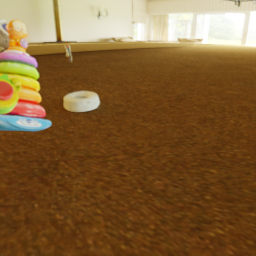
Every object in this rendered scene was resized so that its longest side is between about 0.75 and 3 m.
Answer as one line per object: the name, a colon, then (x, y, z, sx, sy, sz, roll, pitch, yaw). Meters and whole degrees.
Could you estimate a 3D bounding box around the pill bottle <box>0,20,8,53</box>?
pill bottle: (-3.790, -2.633, 8.725, 0.694, 1.249, 0.694, -24, 20, 10)

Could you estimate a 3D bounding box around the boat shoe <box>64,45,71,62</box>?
boat shoe: (-2.749, -3.388, 12.813, 0.244, 0.779, 0.277, -12, 8, -21)

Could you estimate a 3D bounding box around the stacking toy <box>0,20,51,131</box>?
stacking toy: (-2.803, -1.327, 6.971, 1.534, 2.795, 1.622, 0, -4, 35)

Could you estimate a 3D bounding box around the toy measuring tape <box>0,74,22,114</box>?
toy measuring tape: (-2.561, -0.387, 5.013, 0.654, 0.654, 1.778, 13, 40, 28)

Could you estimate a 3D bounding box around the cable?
cable: (-2.323, -1.319, 13.987, 1.771, 0.613, 1.771, -9, 24, -21)

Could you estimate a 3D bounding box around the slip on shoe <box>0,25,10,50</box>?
slip on shoe: (-3.496, -2.423, 7.619, 0.616, 1.622, 0.491, 2, 59, 25)
